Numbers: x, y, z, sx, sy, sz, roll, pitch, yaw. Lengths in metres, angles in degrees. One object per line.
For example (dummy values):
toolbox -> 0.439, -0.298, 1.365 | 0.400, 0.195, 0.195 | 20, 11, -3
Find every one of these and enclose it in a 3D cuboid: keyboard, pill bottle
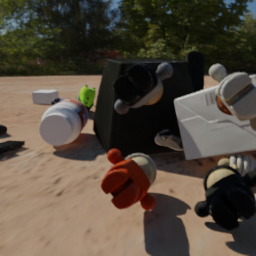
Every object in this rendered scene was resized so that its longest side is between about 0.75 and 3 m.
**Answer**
keyboard -> -3.877, 0.674, 8.238 | 1.050, 0.224, 1.748 | 0, 13, 30
pill bottle -> -2.153, -0.199, 9.487 | 1.304, 1.304, 2.325 | 0, 14, 1

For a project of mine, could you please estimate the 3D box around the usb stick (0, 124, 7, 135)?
usb stick -> -5.460, -0.102, 10.977 | 0.686, 0.403, 2.475 | -12, 18, -40

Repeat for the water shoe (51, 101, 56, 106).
water shoe -> -4.185, -1.420, 16.540 | 0.831, 0.328, 0.297 | 3, 14, 13

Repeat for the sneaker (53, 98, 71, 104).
sneaker -> -3.234, -1.350, 14.106 | 1.059, 0.371, 0.574 | 9, -7, -9

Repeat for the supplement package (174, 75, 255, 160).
supplement package -> 2.715, -0.204, 7.106 | 2.075, 1.596, 2.170 | -14, -7, 39

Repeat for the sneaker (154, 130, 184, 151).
sneaker -> 1.239, 0.316, 7.687 | 0.984, 0.568, 0.369 | 9, 59, 1

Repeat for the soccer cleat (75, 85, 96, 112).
soccer cleat -> -2.205, -1.178, 13.948 | 0.971, 1.165, 2.875 | 16, -14, -10

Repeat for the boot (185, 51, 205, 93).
boot -> 2.662, -1.800, 12.840 | 1.098, 2.918, 2.181 | 21, -27, 1

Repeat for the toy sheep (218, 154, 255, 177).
toy sheep -> 2.532, 0.928, 6.229 | 1.086, 0.749, 0.749 | 17, 14, 0

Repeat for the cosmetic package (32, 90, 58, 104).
cosmetic package -> -5.290, -1.990, 17.971 | 1.214, 0.749, 1.218 | 3, 14, 13

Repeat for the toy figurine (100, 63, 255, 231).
toy figurine -> 0.966, 0.204, 4.931 | 2.660, 2.619, 1.851 | 5, 4, 15

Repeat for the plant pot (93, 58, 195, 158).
plant pot -> 0.472, -0.888, 9.141 | 2.997, 2.659, 2.990 | -6, 17, -15
